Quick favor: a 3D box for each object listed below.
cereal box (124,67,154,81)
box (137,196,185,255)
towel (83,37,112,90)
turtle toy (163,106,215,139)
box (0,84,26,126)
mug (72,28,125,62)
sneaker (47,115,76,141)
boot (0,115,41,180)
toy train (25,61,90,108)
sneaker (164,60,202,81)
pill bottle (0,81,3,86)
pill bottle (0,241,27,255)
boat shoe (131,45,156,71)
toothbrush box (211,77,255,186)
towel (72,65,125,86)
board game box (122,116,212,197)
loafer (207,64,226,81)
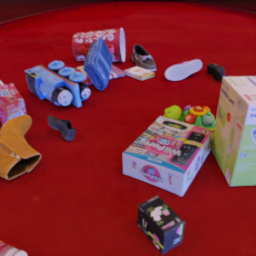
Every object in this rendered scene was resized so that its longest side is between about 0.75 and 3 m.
[{"bbox_3d":[0.561,-2.769,14.244,0.925,0.254,1.286,-25,39,-35],"label":"cereal box"},{"bbox_3d":[0.660,1.990,5.803,0.550,0.658,0.885,-18,35,-28],"label":"box"},{"bbox_3d":[-1.296,-3.018,13.069,0.655,1.507,2.698,-20,37,20],"label":"towel"},{"bbox_3d":[2.087,-0.269,9.363,1.816,0.918,1.323,3,31,6],"label":"turtle toy"},{"bbox_3d":[-4.438,-0.872,10.380,0.878,0.917,1.839,-17,35,-27],"label":"box"},{"bbox_3d":[-1.703,-4.689,15.765,2.781,1.855,2.468,0,0,8],"label":"mug"},{"bbox_3d":[-2.141,-0.107,9.163,1.169,0.531,0.444,36,28,13],"label":"sneaker"},{"bbox_3d":[-3.148,0.536,8.190,1.685,0.828,2.354,16,41,22],"label":"boot"},{"bbox_3d":[-2.907,-1.765,11.644,1.707,1.295,2.988,-33,47,-31],"label":"toy train"},{"bbox_3d":[2.573,-2.870,14.171,2.073,0.751,1.182,-19,16,-20],"label":"sneaker"},{"bbox_3d":[-5.789,-1.267,11.021,0.962,0.962,1.715,18,35,27],"label":"pill bottle"},{"bbox_3d":[-2.193,2.464,5.193,0.834,0.471,0.471,13,33,20],"label":"pill bottle"},{"bbox_3d":[0.792,-3.953,15.698,0.954,0.813,2.853,-9,32,-14],"label":"boat shoe"},{"bbox_3d":[3.049,0.067,7.353,1.028,2.387,1.738,-1,31,-2],"label":"toothbrush box"},{"bbox_3d":[-1.808,-2.688,14.086,2.751,0.313,1.981,-21,39,-28],"label":"towel"},{"bbox_3d":[1.185,0.668,7.951,1.752,0.763,2.374,17,35,26],"label":"board game box"},{"bbox_3d":[4.495,-2.823,13.946,0.666,0.644,1.897,-10,27,0],"label":"loafer"}]
